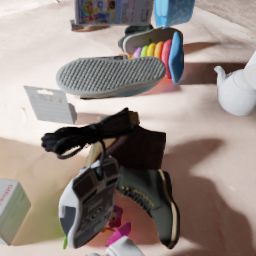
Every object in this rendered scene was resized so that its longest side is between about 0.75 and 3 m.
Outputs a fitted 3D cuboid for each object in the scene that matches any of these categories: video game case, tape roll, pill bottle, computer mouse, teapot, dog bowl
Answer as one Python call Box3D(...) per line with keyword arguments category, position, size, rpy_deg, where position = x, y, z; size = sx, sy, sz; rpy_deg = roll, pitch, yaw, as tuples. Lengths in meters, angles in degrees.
Box3D(category="video game case", position=(-0.475, -4.588, 9.907), size=(2.854, 2.044, 0.257), rpy_deg=(-4, 53, -10))
Box3D(category="tape roll", position=(2.926, -1.014, 5.370), size=(1.297, 1.297, 0.454), rpy_deg=(32, 85, 25))
Box3D(category="pill bottle", position=(-2.201, -4.611, 12.455), size=(0.822, 0.476, 0.476), rpy_deg=(-15, 50, -14))
Box3D(category="computer mouse", position=(-0.638, 0.856, 4.202), size=(0.588, 2.682, 1.471), rpy_deg=(36, 41, 26))
Box3D(category="teapot", position=(2.911, -0.974, 6.910), size=(1.299, 0.949, 1.282), rpy_deg=(-16, 59, -13))
Box3D(category="pill bottle", position=(-0.801, 3.196, 4.792), size=(2.696, 1.539, 1.539), rpy_deg=(-28, 54, -23))
Box3D(category="dog bowl", position=(1.251, -3.741, 8.019), size=(0.728, 1.636, 2.936), rpy_deg=(-3, 21, -1))

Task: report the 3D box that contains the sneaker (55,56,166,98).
Box3D(category="sneaker", position=(-0.400, -1.040, 6.678), size=(2.581, 1.058, 0.954), rpy_deg=(-6, 71, -16))

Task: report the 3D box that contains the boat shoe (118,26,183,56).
Box3D(category="boat shoe", position=(0.938, -3.493, 11.181), size=(2.742, 0.985, 0.927), rpy_deg=(-14, 23, -20))

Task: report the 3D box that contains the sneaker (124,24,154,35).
Box3D(category="sneaker", position=(0.544, -4.125, 11.998), size=(1.334, 0.510, 0.764), rpy_deg=(-10, 42, -16))

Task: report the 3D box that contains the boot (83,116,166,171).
Box3D(category="boot", position=(-0.083, 0.940, 7.203), size=(1.964, 0.854, 2.362), rpy_deg=(17, 78, -13))

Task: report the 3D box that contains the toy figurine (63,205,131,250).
Box3D(category="toy figurine", position=(-0.599, 2.055, 6.253), size=(1.352, 1.103, 1.469), rpy_deg=(13, 55, -4))

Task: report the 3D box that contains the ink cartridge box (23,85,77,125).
Box3D(category="ink cartridge box", position=(-2.250, -0.735, 8.291), size=(1.249, 1.536, 0.438), rpy_deg=(8, 49, 7))

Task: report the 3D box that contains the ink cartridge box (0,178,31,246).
Box3D(category="ink cartridge box", position=(-3.220, 1.809, 6.323), size=(1.504, 1.088, 1.107), rpy_deg=(10, 49, 9))

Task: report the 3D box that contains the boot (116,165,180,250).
Box3D(category="boot", position=(0.339, 1.732, 6.396), size=(1.367, 0.766, 1.977), rpy_deg=(13, 33, -16))

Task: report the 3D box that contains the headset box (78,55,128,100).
Box3D(category="headset box", position=(-0.716, -1.787, 9.742), size=(1.994, 0.770, 1.484), rpy_deg=(-5, 49, -5))

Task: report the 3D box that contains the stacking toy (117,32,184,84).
Box3D(category="stacking toy", position=(0.714, -2.477, 10.188), size=(2.505, 1.375, 1.454), rpy_deg=(4, 65, 20))
